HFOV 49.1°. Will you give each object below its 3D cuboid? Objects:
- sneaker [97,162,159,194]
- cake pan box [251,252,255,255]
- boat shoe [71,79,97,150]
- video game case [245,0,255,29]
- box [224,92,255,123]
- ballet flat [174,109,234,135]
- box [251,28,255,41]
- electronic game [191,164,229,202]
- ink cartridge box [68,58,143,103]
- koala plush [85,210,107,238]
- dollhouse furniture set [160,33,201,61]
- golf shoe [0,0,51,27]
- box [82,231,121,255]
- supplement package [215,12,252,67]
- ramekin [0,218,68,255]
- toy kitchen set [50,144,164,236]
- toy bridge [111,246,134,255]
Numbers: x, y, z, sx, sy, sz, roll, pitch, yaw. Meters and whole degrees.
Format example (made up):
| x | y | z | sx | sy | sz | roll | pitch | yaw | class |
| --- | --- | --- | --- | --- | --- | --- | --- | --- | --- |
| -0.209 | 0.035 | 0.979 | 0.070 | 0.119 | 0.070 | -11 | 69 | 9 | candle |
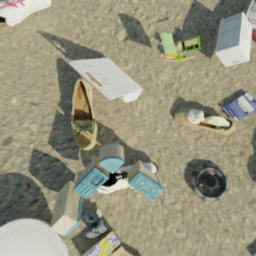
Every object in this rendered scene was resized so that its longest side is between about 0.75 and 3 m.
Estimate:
| x | y | z | sx | sy | sz | roll | pitch | yaw | class |
| --- | --- | --- | --- | --- | --- | --- | --- | --- | --- |
| -0.031 | 1.706 | 9.556 | 2.306 | 0.922 | 0.850 | -16 | 72 | -6 | sneaker |
| 4.575 | 4.269 | 9.147 | 0.808 | 0.211 | 0.744 | -36 | 74 | -10 | cake pan box |
| -1.663 | -0.472 | 10.073 | 0.927 | 0.793 | 2.529 | -7 | 88 | -2 | boat shoe |
| 5.435 | -4.356 | 10.945 | 1.563 | 0.172 | 1.425 | 24 | 74 | 10 | video game case |
| 4.298 | -0.769 | 10.654 | 1.234 | 0.200 | 0.748 | -32 | 76 | -10 | box |
| 2.821 | -0.326 | 10.250 | 2.217 | 0.724 | 0.782 | 12 | 73 | 4 | ballet flat |
| 5.884 | -4.119 | 11.362 | 1.598 | 0.763 | 0.797 | -30 | 76 | -8 | box |
| 2.860 | 1.910 | 9.808 | 1.338 | 0.278 | 1.338 | 2 | 71 | -5 | electronic game |
| -0.778 | -1.612 | 9.923 | 1.979 | 2.440 | 0.612 | 43 | 123 | 11 | ink cartridge box |
| -1.106 | 3.176 | 9.329 | 0.690 | 0.716 | 0.779 | -33 | 54 | 3 | koala plush |
| 1.999 | -3.028 | 10.366 | 0.779 | 2.018 | 1.009 | -6 | 99 | 33 | dollhouse furniture set |
| -4.535 | -4.793 | 11.506 | 2.925 | 1.062 | 1.347 | -9 | 86 | 4 | golf shoe |
| -0.900 | 3.977 | 9.117 | 1.338 | 0.430 | 0.469 | -37 | 77 | -10 | box |
| 3.989 | -3.306 | 10.526 | 0.939 | 0.904 | 1.650 | -8 | 58 | 43 | supplement package |
| -3.069 | 4.182 | 8.626 | 2.672 | 1.244 | 2.672 | 0 | 73 | 0 | ramekin |
| -0.600 | 2.246 | 8.763 | 2.241 | 1.648 | 2.798 | 37 | 109 | -20 | toy kitchen set |
| 0.437 | 4.791 | 8.931 | 0.779 | 0.315 | 2.316 | -35 | 76 | -10 | toy bridge |
